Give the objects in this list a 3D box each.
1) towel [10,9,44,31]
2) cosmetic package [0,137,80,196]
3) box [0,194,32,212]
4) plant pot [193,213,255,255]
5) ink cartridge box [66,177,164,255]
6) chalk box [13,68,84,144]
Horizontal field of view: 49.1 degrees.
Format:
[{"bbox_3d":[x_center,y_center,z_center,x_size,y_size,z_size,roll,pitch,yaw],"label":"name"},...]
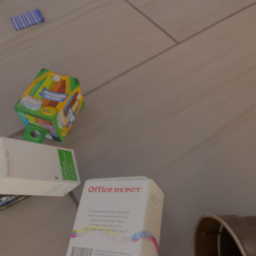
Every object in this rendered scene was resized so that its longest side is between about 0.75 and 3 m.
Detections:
[{"bbox_3d":[-4.861,-5.226,13.459,1.453,0.173,1.052,-24,62,-14],"label":"towel"},{"bbox_3d":[-2.781,1.242,8.338,1.034,2.437,1.311,-37,57,29],"label":"cosmetic package"},{"bbox_3d":[-3.733,1.878,9.128,1.399,0.357,1.103,-25,61,-15],"label":"box"},{"bbox_3d":[3.571,3.451,6.927,2.931,2.961,2.961,-4,59,-12],"label":"plant pot"},{"bbox_3d":[-0.332,2.944,7.502,2.161,1.266,2.991,-7,55,27],"label":"ink cartridge box"},{"bbox_3d":[-2.838,-0.587,9.915,1.534,1.523,2.457,18,61,11],"label":"chalk box"}]
